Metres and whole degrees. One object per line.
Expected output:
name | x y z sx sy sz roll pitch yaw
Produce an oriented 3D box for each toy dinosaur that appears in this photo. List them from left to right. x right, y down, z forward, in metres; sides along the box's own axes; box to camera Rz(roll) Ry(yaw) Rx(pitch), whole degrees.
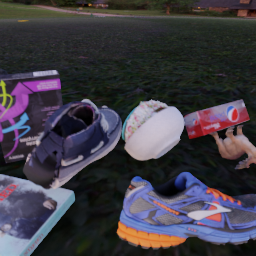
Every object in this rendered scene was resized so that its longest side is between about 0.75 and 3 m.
toy dinosaur | 2.467 0.508 6.515 0.643 1.015 1.497 -16 -1 -16

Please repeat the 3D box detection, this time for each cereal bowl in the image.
cereal bowl | 0.698 0.246 6.412 1.519 1.519 0.633 -24 69 -39

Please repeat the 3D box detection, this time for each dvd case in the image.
dvd case | -2.331 1.458 4.788 2.311 0.254 1.687 6 29 24

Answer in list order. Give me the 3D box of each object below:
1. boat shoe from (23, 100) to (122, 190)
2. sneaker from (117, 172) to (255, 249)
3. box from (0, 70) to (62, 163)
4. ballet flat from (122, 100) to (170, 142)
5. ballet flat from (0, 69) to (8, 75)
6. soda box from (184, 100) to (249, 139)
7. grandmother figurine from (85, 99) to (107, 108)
boat shoe | -0.690 -0.014 5.339 1.025 1.273 2.746 37 35 4
sneaker | 1.098 1.179 4.285 2.522 0.989 0.950 1 -2 -17
box | -2.240 -0.231 6.446 1.473 2.060 0.372 -10 32 -18
ballet flat | 0.645 -0.231 7.226 0.844 0.998 2.640 10 20 16
ballet flat | -5.460 -2.131 12.316 0.544 0.465 1.638 13 21 -37
soda box | 2.506 -0.262 7.900 1.900 0.665 0.603 -15 -4 -29
grandmother figurine | -1.232 -0.355 7.785 1.396 0.697 2.301 -21 16 -4
